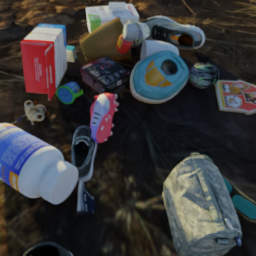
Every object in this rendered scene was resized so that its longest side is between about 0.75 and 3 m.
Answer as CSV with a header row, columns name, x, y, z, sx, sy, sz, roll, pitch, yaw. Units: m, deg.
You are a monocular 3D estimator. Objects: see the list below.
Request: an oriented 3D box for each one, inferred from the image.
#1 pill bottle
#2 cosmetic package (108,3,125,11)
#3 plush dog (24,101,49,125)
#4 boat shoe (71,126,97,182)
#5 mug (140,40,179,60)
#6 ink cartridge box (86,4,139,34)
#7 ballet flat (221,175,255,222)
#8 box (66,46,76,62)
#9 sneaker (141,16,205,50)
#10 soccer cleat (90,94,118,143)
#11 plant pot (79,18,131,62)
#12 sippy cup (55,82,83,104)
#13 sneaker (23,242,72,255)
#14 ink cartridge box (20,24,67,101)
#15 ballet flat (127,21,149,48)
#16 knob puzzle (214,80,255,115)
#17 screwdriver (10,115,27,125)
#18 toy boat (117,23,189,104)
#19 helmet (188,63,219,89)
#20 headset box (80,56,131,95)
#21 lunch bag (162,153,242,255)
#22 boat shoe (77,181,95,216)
name,x,y,z,sx,sy,sz,roll,pitch,yaw
pill bottle,-2.526,0.927,7.118,2.426,1.359,1.359,24,50,23
cosmetic package,-0.522,-5.659,13.090,0.777,0.201,0.586,2,43,2
plush dog,-3.003,-0.523,9.227,0.799,0.641,0.686,48,42,4
boat shoe,-1.246,0.564,7.945,0.705,0.693,1.955,-6,45,-6
mug,1.214,-2.870,11.192,1.333,1.122,1.520,1,15,-9
ink cartridge box,-0.758,-5.051,13.319,2.281,0.958,1.660,-8,46,-8
ballet flat,2.586,1.730,6.942,0.571,0.524,1.663,-51,47,6
box,-2.890,-3.145,11.714,1.380,0.568,0.339,9,47,9
sneaker,1.776,-4.087,12.113,2.979,1.101,1.181,19,33,18
soccer cleat,-0.893,-0.330,8.843,0.861,0.751,2.251,-1,41,13
plant pot,-1.006,-3.395,11.376,1.765,1.645,1.645,-20,48,-7
sippy cup,-2.052,-1.278,9.855,0.885,0.695,0.648,35,40,0
sneaker,-2.029,3.065,5.122,0.852,1.195,2.409,31,54,25
ink cartridge box,-2.852,-2.326,9.595,0.994,1.718,2.957,4,33,-3
ballet flat,0.322,-3.812,11.252,1.042,1.042,2.898,-5,13,-5
knob puzzle,4.138,-1.185,9.969,2.085,0.289,2.085,0,45,0
screwdriver,-3.681,-0.193,9.067,1.130,0.158,0.164,-30,81,-30
toy boat,0.711,-2.232,9.648,2.870,1.334,2.413,47,65,1
helmet,2.711,-1.886,10.232,0.932,0.978,0.978,-12,46,-23
headset box,-0.865,-1.939,10.458,1.278,0.645,1.720,-32,53,-27
lunch bag,1.573,1.723,6.032,1.343,1.617,1.928,-7,52,-3
boat shoe,-1.051,1.763,7.059,0.431,0.347,0.930,3,51,-9
